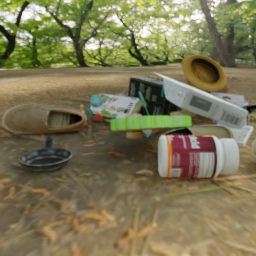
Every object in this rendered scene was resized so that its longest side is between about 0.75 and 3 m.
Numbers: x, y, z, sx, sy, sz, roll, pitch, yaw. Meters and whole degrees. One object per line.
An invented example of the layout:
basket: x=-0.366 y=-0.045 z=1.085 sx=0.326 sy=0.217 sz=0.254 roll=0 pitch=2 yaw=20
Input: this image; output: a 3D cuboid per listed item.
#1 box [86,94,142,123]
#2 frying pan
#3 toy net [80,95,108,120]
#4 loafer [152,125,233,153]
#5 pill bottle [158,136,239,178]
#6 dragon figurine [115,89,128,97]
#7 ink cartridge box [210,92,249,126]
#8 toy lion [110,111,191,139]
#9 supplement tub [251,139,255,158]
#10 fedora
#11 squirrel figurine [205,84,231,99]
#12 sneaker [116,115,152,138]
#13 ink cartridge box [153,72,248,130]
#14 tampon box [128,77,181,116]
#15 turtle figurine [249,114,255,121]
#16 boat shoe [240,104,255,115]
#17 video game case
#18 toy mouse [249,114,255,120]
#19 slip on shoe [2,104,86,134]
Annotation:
box: x=-0.630 y=-0.802 z=11.987 sx=2.235 sy=0.388 sz=1.230 roll=13 pitch=63 yaw=37
frying pan: x=-2.453 y=0.738 z=7.908 sx=1.359 sy=0.366 sz=2.247 roll=-9 pitch=16 yaw=-33
toy net: x=-1.652 y=-0.680 z=11.672 sx=1.817 sy=0.953 sz=0.351 roll=-22 pitch=34 yaw=35
loafer: x=1.842 y=0.377 z=7.749 sx=2.305 sy=0.877 sz=0.777 roll=-8 pitch=-4 yaw=-4
pill bottle: x=1.657 y=0.693 z=6.818 sx=1.784 sy=1.018 sz=1.018 roll=0 pitch=16 yaw=0
dragon figurine: x=-0.589 y=-1.475 z=14.954 sx=0.478 sy=1.624 sz=0.808 roll=52 pitch=19 yaw=12
ink cartridge box: x=4.053 y=-0.766 z=11.202 sx=0.320 sy=1.477 sz=1.463 roll=-36 pitch=34 yaw=-31
toy lion: x=0.699 y=-0.118 z=8.182 sx=2.349 sy=0.807 sz=2.252 roll=-4 pitch=-3 yaw=3
supplement tub: x=3.778 y=0.543 z=7.232 sx=0.886 sy=0.886 sz=1.218 roll=1 pitch=-4 yaw=5
fedora: x=3.098 y=-2.164 z=11.913 sx=2.183 sy=0.890 sz=2.183 roll=8 pitch=53 yaw=-11
squirrel figurine: x=3.923 y=-1.417 z=12.950 sx=1.266 sy=1.789 sz=1.670 roll=-9 pitch=17 yaw=-9
sneaker: x=0.187 y=-0.047 z=9.899 sx=1.363 sy=0.558 sz=0.504 roll=18 pitch=-17 yaw=4
ink cartridge box: x=2.291 y=-1.026 z=9.800 sx=2.416 sy=0.848 sz=2.973 roll=16 pitch=11 yaw=-22
tampon box: x=1.181 y=-1.307 z=12.515 sx=1.340 sy=1.591 sz=2.122 roll=-13 pitch=27 yaw=-43
turtle figurine: x=5.575 y=-0.499 z=12.222 sx=0.763 sy=0.305 sz=0.947 roll=-10 pitch=32 yaw=0
boat shoe: x=4.143 y=-0.615 z=9.997 sx=1.195 sy=0.423 sz=0.381 roll=-17 pitch=-23 yaw=24
video game case: x=3.595 y=0.197 z=9.950 sx=1.296 sy=0.163 sz=1.810 roll=9 pitch=22 yaw=30
toy mouse: x=5.380 y=-0.690 z=13.070 sx=1.564 sy=0.303 sz=1.390 roll=-2 pitch=16 yaw=-6
slip on shoe: x=-3.028 y=-0.306 z=10.227 sx=2.972 sy=1.130 sz=0.900 roll=4 pitch=-1 yaw=-12
